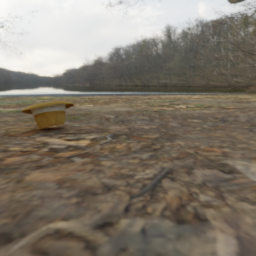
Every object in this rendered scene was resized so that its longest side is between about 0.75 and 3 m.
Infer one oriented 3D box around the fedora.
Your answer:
[{"bbox_3d":[-2.550,-0.374,9.129,1.807,0.737,1.807,-11,-2,0],"label":"fedora"}]
